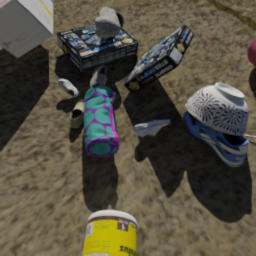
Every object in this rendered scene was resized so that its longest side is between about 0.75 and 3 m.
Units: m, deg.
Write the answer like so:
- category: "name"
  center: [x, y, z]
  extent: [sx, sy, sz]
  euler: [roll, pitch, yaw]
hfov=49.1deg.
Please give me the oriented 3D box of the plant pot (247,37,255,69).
- category: "plant pot"
  center: [5.460, -2.574, 10.090]
  extent: [2.118, 2.118, 1.895]
  euler: [-13, 38, -10]

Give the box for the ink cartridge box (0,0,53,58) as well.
- category: "ink cartridge box"
  center: [-4.348, -4.642, 11.098]
  extent: [1.973, 1.939, 2.680]
  euler: [-25, 54, 20]

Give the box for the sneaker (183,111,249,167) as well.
- category: "sneaker"
  center: [2.662, 0.084, 8.440]
  extent: [0.854, 0.950, 2.311]
  euler: [-32, 61, -27]

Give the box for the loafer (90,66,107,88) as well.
- category: "loafer"
  center: [-1.041, -1.750, 10.206]
  extent: [0.518, 0.519, 1.484]
  euler: [-29, 44, 29]

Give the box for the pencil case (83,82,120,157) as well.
- category: "pencil case"
  center: [-0.831, -0.263, 8.732]
  extent: [1.101, 1.014, 2.383]
  euler: [-23, 49, 19]

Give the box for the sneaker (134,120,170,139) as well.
- category: "sneaker"
  center: [0.785, 0.022, 8.922]
  extent: [1.273, 0.451, 0.465]
  euler: [-14, 7, -22]

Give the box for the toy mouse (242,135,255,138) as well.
- category: "toy mouse"
  center: [4.913, 0.730, 8.298]
  extent: [2.353, 0.455, 2.091]
  euler: [-7, 51, -6]

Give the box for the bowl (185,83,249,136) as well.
- category: "bowl"
  center: [2.838, -0.723, 8.401]
  extent: [2.028, 0.952, 2.028]
  euler: [17, 29, -10]

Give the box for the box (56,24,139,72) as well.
- category: "box"
  center: [-1.250, -3.442, 11.421]
  extent: [2.675, 0.615, 2.126]
  euler: [-24, 54, -25]

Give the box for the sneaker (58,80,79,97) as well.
- category: "sneaker"
  center: [-2.138, -1.407, 9.895]
  extent: [0.843, 0.323, 0.341]
  euler: [36, 23, -4]

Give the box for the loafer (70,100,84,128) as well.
- category: "loafer"
  center: [-1.623, -0.531, 9.351]
  extent: [0.452, 0.408, 1.195]
  euler: [7, 51, 6]

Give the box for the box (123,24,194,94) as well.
- category: "box"
  center: [1.014, -2.334, 9.725]
  extent: [0.540, 2.347, 1.865]
  euler: [43, 53, -18]

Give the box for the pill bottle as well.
- category: "pill bottle"
  center: [-0.424, 2.992, 6.008]
  extent: [1.175, 1.175, 2.150]
  euler: [3, 52, 2]

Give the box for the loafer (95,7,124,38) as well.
- category: "loafer"
  center: [-0.634, -3.955, 10.568]
  extent: [0.953, 0.955, 2.732]
  euler: [1, 34, 0]
